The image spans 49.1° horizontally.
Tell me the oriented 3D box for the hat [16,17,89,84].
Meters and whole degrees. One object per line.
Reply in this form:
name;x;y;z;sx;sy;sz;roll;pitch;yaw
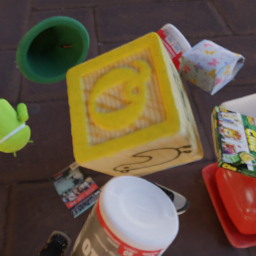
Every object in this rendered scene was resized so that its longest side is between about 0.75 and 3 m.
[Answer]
hat;-2.894;-2.928;9.093;2.679;2.219;2.358;-42;59;10

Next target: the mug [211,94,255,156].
mug;3.348;0.254;7.201;2.183;2.660;2.130;-7;46;11

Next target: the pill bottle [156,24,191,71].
pill bottle;0.808;-2.158;9.593;2.558;1.436;1.436;-40;60;8

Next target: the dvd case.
dvd case;-1.389;1.590;7.478;0.942;0.142;1.290;-35;65;-18

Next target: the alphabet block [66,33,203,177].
alphabet block;0.258;-0.329;7.547;2.676;2.739;2.690;-21;66;18

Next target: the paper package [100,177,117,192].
paper package;-0.452;2.150;9.229;0.825;0.427;0.786;-39;63;-23

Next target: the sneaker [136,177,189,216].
sneaker;0.773;1.907;7.902;1.917;0.760;0.708;15;48;12

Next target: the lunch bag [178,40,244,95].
lunch bag;2.496;-1.874;8.327;1.542;0.980;1.307;-39;59;-24

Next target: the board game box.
board game box;2.103;0.229;5.370;0.881;0.197;1.681;18;40;-3

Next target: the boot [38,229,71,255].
boot;-1.904;3.253;6.062;0.643;1.782;1.346;25;16;2

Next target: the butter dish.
butter dish;3.953;1.695;8.315;2.818;2.089;2.826;-16;54;3

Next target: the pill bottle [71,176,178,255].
pill bottle;-0.260;2.361;5.513;1.499;2.633;1.499;19;31;-12

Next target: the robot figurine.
robot figurine;-2.995;-0.055;6.676;1.328;0.876;1.514;-37;100;8
